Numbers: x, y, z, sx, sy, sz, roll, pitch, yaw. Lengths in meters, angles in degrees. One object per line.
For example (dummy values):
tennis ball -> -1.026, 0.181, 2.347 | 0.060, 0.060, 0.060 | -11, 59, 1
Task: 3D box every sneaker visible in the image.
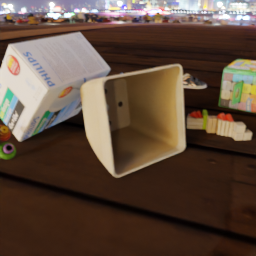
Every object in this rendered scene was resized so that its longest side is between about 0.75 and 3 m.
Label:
sneaker -> 3.236, -2.396, 14.436 | 1.643, 0.652, 0.644 | 2, 24, 2

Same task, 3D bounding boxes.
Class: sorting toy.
sorting toy -> -3.638, 0.377, 8.200 | 0.640, 1.065, 0.437 | -15, -14, -46

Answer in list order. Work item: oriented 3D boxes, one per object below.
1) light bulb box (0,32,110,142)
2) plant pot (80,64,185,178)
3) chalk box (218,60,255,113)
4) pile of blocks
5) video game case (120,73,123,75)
light bulb box -> -2.636, -1.417, 9.437 | 1.789, 2.841, 2.866 | 49, 41, 5
plant pot -> -0.073, -0.441, 8.502 | 2.635, 2.638, 2.335 | -17, 20, -31
chalk box -> 4.988, -1.750, 11.878 | 1.706, 1.715, 2.756 | 15, 31, 29
pile of blocks -> 3.173, -0.258, 9.892 | 2.380, 0.740, 0.977 | 16, 30, 29
video game case -> -0.236, -1.988, 12.796 | 0.624, 0.871, 0.078 | -40, 13, 6
